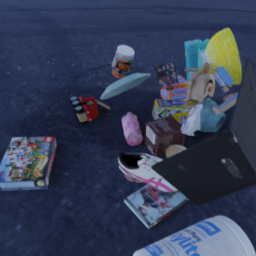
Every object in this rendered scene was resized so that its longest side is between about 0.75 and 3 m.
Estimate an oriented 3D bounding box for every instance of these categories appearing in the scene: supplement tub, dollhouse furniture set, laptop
[{"bbox_3d":[-0.242,-2.634,11.257,0.726,1.185,0.726,9,47,-10],"label":"supplement tub"},{"bbox_3d":[3.257,-1.416,10.343,0.986,1.511,1.426,-34,2,6],"label":"dollhouse furniture set"},{"bbox_3d":[2.385,0.341,7.257,2.992,2.802,1.734,-29,45,20],"label":"laptop"},{"bbox_3d":[1.359,2.953,5.949,2.267,1.496,1.496,-16,37,-22],"label":"supplement tub"}]

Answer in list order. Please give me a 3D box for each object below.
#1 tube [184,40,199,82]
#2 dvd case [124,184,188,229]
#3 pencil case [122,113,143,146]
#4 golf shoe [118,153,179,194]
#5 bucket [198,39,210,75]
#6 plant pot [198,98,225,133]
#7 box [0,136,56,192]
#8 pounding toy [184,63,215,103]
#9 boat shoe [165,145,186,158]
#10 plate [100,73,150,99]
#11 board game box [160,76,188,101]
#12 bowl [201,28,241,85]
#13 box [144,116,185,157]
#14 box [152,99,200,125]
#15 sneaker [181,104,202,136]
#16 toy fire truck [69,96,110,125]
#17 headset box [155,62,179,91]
[{"bbox_3d":[2.866,-2.970,12.561,0.711,1.837,0.463,-19,30,-21],"label":"tube"},{"bbox_3d":[0.872,2.074,8.206,1.627,0.179,1.188,-28,41,-22],"label":"dvd case"},{"bbox_3d":[0.142,0.026,11.031,0.670,0.670,1.534,-4,35,-6],"label":"pencil case"},{"bbox_3d":[0.697,1.217,7.824,2.219,1.022,0.806,7,58,27],"label":"golf shoe"},{"bbox_3d":[4.666,-3.977,15.939,2.461,1.601,2.461,-3,29,2],"label":"bucket"},{"bbox_3d":[3.242,-0.374,11.090,0.914,1.364,1.364,35,47,29],"label":"plant pot"},{"bbox_3d":[-3.411,1.146,9.548,1.585,0.437,2.321,-3,34,-4],"label":"box"},{"bbox_3d":[2.765,-1.711,11.237,1.162,1.158,2.025,14,41,30],"label":"pounding toy"},{"bbox_3d":[1.740,1.140,9.124,0.653,0.726,2.012,-8,25,-25],"label":"boat shoe"},{"bbox_3d":[-0.147,-1.660,10.719,2.124,0.271,2.124,-26,1,1],"label":"plate"},{"bbox_3d":[2.220,-1.810,13.425,0.992,0.992,0.993,-11,36,-14],"label":"board game box"},{"bbox_3d":[3.895,-2.896,12.095,1.299,2.413,2.413,-14,32,13],"label":"bowl"},{"bbox_3d":[1.315,0.301,10.304,1.173,0.963,0.973,-14,39,-19],"label":"box"},{"bbox_3d":[2.172,-0.607,11.240,2.256,0.791,0.725,3,35,-10],"label":"box"},{"bbox_3d":[2.005,-0.228,8.399,0.511,1.025,0.384,24,18,-3],"label":"sneaker"},{"bbox_3d":[-1.563,-0.866,12.242,1.599,1.029,1.407,-21,38,-12],"label":"toy fire truck"},{"bbox_3d":[1.486,-1.918,10.626,0.755,1.016,0.381,-12,7,12],"label":"headset box"}]
